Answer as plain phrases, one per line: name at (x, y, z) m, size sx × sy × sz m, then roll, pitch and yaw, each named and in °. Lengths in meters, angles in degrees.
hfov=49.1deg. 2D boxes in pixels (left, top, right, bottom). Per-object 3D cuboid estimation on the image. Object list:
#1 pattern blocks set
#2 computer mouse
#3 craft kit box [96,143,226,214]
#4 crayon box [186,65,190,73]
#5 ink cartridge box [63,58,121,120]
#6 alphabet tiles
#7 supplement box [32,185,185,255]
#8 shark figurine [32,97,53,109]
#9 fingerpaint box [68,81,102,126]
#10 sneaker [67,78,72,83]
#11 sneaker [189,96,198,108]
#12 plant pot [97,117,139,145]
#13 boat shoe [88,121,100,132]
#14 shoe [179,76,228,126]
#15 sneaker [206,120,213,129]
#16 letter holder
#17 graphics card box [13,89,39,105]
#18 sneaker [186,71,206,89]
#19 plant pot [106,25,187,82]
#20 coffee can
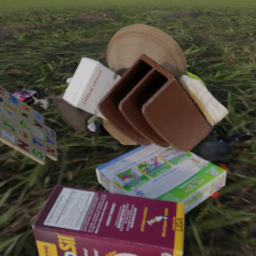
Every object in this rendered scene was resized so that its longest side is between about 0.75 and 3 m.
pattern blocks set at (2.079, 1.262, 8.694) m, size 1.877 × 0.173 × 2.135 m, roll 9°, pitch 32°, yaw 23°
computer mouse at (3.180, 0.439, 8.977) m, size 2.706 × 0.461 × 0.793 m, roll -18°, pitch 18°, yaw -40°
craft kit box at (0.877, 1.376, 7.922) m, size 2.620 × 0.636 × 2.587 m, roll -23°, pitch 31°, yaw -29°
crayon box at (2.035, -3.139, 15.509) m, size 2.342 × 0.595 × 1.487 m, roll -13°, pitch 26°, yaw -26°
ink cartridge box at (-0.712, -0.932, 7.409) m, size 0.698 × 1.209 × 1.655 m, roll 29°, pitch 2°, yaw 40°
alphabet tiles at (-2.908, -0.176, 7.349) m, size 0.083 × 2.631 × 2.189 m, roll -40°, pitch 36°, yaw 14°
supplement box at (-0.326, 2.275, 5.725) m, size 2.767 × 1.527 × 1.185 m, roll 6°, pitch 31°, yaw 9°
shark figurine at (-3.836, -1.231, 12.726) m, size 1.042 × 0.435 × 0.623 m, roll 26°, pitch 38°, yaw 34°
fingerpaint box at (-1.002, -1.328, 12.111) m, size 2.208 × 0.971 × 2.647 m, roll -20°, pitch 39°, yaw -31°
sneaker at (-2.840, -2.524, 15.043) m, size 0.892 × 0.338 × 0.468 m, roll 0°, pitch 18°, yaw -13°
sneaker at (2.188, -1.082, 10.111) m, size 0.468 × 1.268 × 0.513 m, roll -17°, pitch 44°, yaw 8°
plant pot at (0.310, -0.179, 9.742) m, size 2.729 × 1.260 × 2.729 m, roll -8°, pitch 11°, yaw 2°
boat shoe at (-1.387, -0.101, 10.894) m, size 0.342 × 0.348 × 0.965 m, roll 24°, pitch 18°, yaw -36°
shoe at (1.819, -0.774, 6.881) m, size 0.485 × 0.636 × 1.818 m, roll -37°, pitch 44°, yaw 15°
sneaker at (2.397, -0.194, 10.804) m, size 1.676 × 0.588 × 0.653 m, roll -1°, pitch 38°, yaw 2°
letter holder at (0.725, -0.232, 7.445) m, size 1.903 × 2.677 × 1.346 m, roll -46°, pitch 47°, yaw 4°
graphics card box at (-4.930, -1.326, 12.917) m, size 0.927 × 0.376 × 1.478 m, roll 11°, pitch 32°, yaw 19°
sneaker at (2.069, -1.786, 10.851) m, size 2.549 × 0.944 × 1.065 m, roll 38°, pitch 2°, yaw -22°
plant pot at (0.410, -1.910, 9.798) m, size 2.980 × 2.980 × 1.376 m, roll 14°, pitch 53°, yaw 23°
coffee can at (-1.206, -0.912, 8.536) m, size 1.268 × 1.268 × 1.732 m, roll 23°, pitch 56°, yaw 33°
